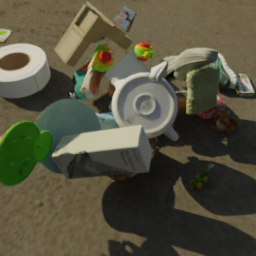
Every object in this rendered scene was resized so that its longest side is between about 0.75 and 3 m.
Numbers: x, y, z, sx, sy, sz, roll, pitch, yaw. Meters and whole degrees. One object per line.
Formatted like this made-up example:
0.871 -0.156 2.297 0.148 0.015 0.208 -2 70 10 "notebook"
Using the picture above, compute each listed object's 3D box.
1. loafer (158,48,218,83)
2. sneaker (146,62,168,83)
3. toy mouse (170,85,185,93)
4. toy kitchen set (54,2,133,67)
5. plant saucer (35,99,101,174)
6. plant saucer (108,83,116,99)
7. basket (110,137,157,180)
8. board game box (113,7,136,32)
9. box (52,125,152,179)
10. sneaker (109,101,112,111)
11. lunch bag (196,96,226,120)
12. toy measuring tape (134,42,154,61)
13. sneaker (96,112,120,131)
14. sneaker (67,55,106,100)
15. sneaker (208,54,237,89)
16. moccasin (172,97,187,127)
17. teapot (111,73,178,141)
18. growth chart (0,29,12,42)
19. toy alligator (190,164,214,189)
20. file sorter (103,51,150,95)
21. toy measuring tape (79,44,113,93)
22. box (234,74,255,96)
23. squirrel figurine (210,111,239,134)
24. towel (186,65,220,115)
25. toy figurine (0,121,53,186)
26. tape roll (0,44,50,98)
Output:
2.149 -2.248 10.431 1.033 2.953 1.031 3 89 -26 "loafer"
0.893 -1.700 8.261 0.399 0.379 0.992 15 40 25 "sneaker"
1.143 -1.368 10.810 2.516 0.548 2.831 -8 10 26 "toy mouse"
-1.674 -3.877 12.087 2.276 2.522 2.058 -50 62 18 "toy kitchen set"
-1.934 0.256 8.851 2.362 2.362 0.455 -40 30 -29 "plant saucer"
-0.116 -1.815 12.432 1.604 0.259 1.604 -3 51 4 "plant saucer"
0.002 0.943 9.879 1.374 1.435 1.926 43 56 -2 "basket"
-0.182 -4.432 11.355 0.794 0.795 0.245 34 28 13 "board game box"
-0.739 0.747 8.132 2.663 1.094 0.911 -9 37 21 "box"
-0.215 -0.746 11.388 1.198 0.484 0.458 28 44 5 "sneaker"
3.285 -0.955 11.624 1.241 0.508 1.093 -21 53 -17 "lunch bag"
0.572 -3.213 11.465 0.757 0.757 2.059 -3 29 -2 "toy measuring tape"
-1.014 -0.159 10.332 0.898 0.995 2.428 34 47 20 "sneaker"
-1.738 -2.255 11.801 1.192 1.065 2.983 -8 40 18 "sneaker"
4.003 -2.619 12.845 1.047 0.890 2.295 -14 50 -8 "sneaker"
1.286 -0.518 10.820 2.975 1.088 1.148 -12 89 -13 "moccasin"
0.546 -0.653 9.144 2.188 1.619 2.216 -1 89 0 "teapot"
-6.982 -5.085 15.434 0.884 0.108 1.222 6 49 7 "growth chart"
2.531 1.698 9.434 1.160 0.279 0.385 -40 30 -16 "toy alligator"
-0.116 -2.135 11.665 1.112 0.998 1.603 47 74 -4 "file sorter"
-1.116 -2.229 10.767 0.862 0.862 2.342 13 68 11 "toy measuring tape"
5.144 -1.951 12.666 0.708 0.223 1.287 -1 49 -1 "box"
3.847 -0.255 11.054 0.956 0.676 0.892 28 43 4 "squirrel figurine"
2.792 -1.408 10.378 0.408 1.658 2.235 14 25 38 "towel"
-3.320 0.359 7.127 1.937 1.580 2.105 14 13 16 "toy figurine"
-5.035 -2.637 12.755 2.826 0.988 2.826 0 49 0 "tape roll"
